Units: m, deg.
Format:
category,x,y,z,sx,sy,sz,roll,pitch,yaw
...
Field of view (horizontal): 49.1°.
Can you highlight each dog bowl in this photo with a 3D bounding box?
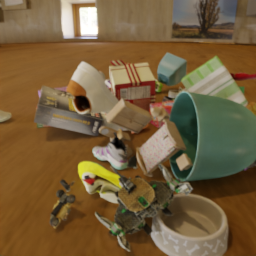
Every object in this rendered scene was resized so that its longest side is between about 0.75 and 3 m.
category,x,y,z,sx,sy,sz,roll,pitch,yaw
dog bowl,1.213,1.872,5.530,1.558,0.457,1.558,1,22,0

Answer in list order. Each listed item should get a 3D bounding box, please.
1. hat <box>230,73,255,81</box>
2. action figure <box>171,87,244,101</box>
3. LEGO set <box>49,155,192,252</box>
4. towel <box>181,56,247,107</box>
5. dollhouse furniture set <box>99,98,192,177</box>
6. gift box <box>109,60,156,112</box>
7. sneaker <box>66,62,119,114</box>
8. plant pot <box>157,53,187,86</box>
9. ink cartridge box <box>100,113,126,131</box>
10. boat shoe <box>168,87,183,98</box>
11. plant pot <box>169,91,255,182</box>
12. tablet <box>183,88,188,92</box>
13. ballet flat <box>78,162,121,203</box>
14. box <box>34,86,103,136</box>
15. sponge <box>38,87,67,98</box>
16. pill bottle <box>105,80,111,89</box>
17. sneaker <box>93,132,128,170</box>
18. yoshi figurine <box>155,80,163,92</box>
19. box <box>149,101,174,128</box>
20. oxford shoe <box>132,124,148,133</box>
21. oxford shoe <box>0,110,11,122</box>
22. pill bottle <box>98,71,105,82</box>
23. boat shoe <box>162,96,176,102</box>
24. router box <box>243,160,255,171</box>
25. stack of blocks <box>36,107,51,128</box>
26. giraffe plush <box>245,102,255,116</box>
category,x,y,z,sx,sy,sz,roll,pitch,yaw
hat,4.265,-1.722,12.327,2.219,2.088,2.520,35,4,16
action figure,3.209,-1.010,11.648,2.924,0.799,1.727,3,66,25
LEGO set,-0.133,1.516,5.737,2.918,0.827,1.895,3,48,31
towel,3.280,-1.394,10.698,1.637,2.194,0.337,-33,8,20
dollhouse furniture set,0.229,0.490,7.405,1.151,2.010,2.357,22,35,-37
gift box,0.004,-1.684,11.749,2.066,1.907,1.930,-2,36,-8
sneaker,-1.151,-0.861,9.043,1.061,1.233,2.913,30,-10,26
plant pot,2.283,-3.040,15.304,1.285,1.281,1.309,32,67,27
ink cartridge box,-0.352,-0.292,10.738,1.322,0.560,0.955,-6,23,-15
boat shoe,2.729,-1.883,14.659,1.215,0.518,0.449,1,34,3
plant pot,2.243,0.249,7.295,1.845,2.299,2.299,2,21,-8
tablet,3.466,-2.002,15.607,1.067,0.112,1.640,13,26,28
ballet flat,-0.572,1.340,6.613,2.055,0.687,0.689,16,34,30
box,-2.314,-0.737,10.809,2.266,0.692,2.861,14,17,-18
sponge,-2.802,-1.560,13.635,2.716,0.405,1.515,-14,37,-26
pill bottle,-0.797,-2.031,14.605,0.899,0.899,1.613,-7,24,-18
sneaker,-0.493,0.537,8.109,1.342,0.939,0.522,21,25,36
yoshi figurine,0.949,-2.568,15.813,1.199,1.204,2.142,-35,41,-31
box,1.746,-0.574,11.073,1.697,0.810,0.846,-8,20,-19
oxford shoe,0.423,-0.068,10.363,0.819,0.298,0.292,-24,1,-39
oxford shoe,-5.775,-0.640,11.508,2.102,0.607,0.790,9,28,18
pill bottle,-2.365,-2.942,16.666,1.885,1.056,1.056,18,28,35
boat shoe,2.191,-1.183,13.026,1.388,0.509,0.517,14,26,30
router box,3.312,0.721,8.498,1.047,0.359,1.404,-12,25,-27
stack of blocks,-3.294,-0.497,11.421,0.839,0.427,1.457,-7,23,-16
giraffe plush,4.760,-0.636,11.399,1.026,0.885,0.832,-6,14,-37
